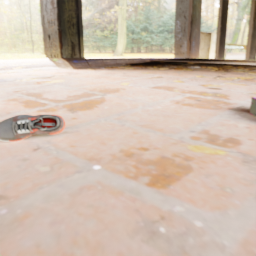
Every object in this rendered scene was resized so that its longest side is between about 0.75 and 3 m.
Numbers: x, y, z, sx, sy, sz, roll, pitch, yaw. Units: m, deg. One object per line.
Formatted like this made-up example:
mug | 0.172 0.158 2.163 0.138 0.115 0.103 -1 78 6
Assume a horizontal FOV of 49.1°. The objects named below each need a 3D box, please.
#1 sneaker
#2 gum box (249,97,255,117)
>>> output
sneaker | -3.380 -0.113 9.495 2.404 0.926 0.984 -11 -5 -11
gum box | 6.483 -0.699 12.061 1.403 0.817 2.472 0 18 -1
